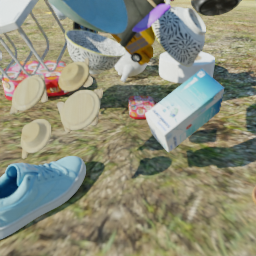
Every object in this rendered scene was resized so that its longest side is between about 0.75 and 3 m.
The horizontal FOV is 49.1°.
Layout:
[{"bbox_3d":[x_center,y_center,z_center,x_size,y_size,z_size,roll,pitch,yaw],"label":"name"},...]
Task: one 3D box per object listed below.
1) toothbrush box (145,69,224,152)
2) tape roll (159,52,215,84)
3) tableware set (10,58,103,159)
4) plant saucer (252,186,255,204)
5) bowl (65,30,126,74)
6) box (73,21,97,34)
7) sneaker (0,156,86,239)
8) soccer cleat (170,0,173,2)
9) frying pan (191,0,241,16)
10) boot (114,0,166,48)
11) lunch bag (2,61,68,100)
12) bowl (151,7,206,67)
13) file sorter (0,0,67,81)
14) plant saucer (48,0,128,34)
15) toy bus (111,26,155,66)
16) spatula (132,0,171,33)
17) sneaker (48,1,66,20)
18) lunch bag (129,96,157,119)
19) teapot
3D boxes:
[{"bbox_3d":[0.989,-0.268,4.911,1.261,0.923,0.538,-37,65,-5],"label":"toothbrush box"},{"bbox_3d":[2.484,-2.661,12.011,2.321,0.812,2.321,0,31,0],"label":"tape roll"},{"bbox_3d":[-1.206,-0.408,4.555,1.783,0.207,1.490,-21,58,14],"label":"tableware set"},{"bbox_3d":[2.956,1.459,5.468,1.013,0.190,1.013,-1,29,0],"label":"plant saucer"},{"bbox_3d":[-0.832,-1.706,6.602,1.439,0.675,1.439,15,30,-9],"label":"bowl"},{"bbox_3d":[-1.178,-2.721,7.660,0.754,0.949,0.218,27,34,32],"label":"box"},{"bbox_3d":[-1.772,1.041,5.356,0.920,1.020,2.489,20,36,29],"label":"sneaker"},{"bbox_3d":[1.063,-3.929,8.150,1.079,0.377,0.466,-27,72,-35],"label":"soccer cleat"},{"bbox_3d":[2.915,-3.546,7.625,2.346,0.382,1.419,-4,-7,15],"label":"frying pan"},{"bbox_3d":[-0.143,-2.987,6.812,0.767,1.369,1.980,26,24,-45],"label":"boot"},{"bbox_3d":[-3.311,-1.734,10.226,2.359,0.966,2.077,-9,31,-15],"label":"lunch bag"},{"bbox_3d":[1.721,-2.949,8.467,0.935,1.993,1.993,-32,7,39],"label":"bowl"},{"bbox_3d":[-2.994,-2.127,6.912,2.413,1.502,1.674,-7,48,20],"label":"file sorter"},{"bbox_3d":[-0.799,-2.052,3.811,0.389,2.020,2.020,-30,15,31],"label":"plant saucer"},{"bbox_3d":[0.001,-2.955,8.151,0.946,2.416,0.786,-21,44,34],"label":"toy bus"},{"bbox_3d":[0.806,-2.461,4.646,0.220,2.137,0.604,29,13,-26],"label":"spatula"},{"bbox_3d":[-1.684,-3.242,6.197,0.577,1.629,0.595,-31,15,-5],"label":"sneaker"},{"bbox_3d":[0.507,-0.679,8.923,0.953,0.443,1.082,-1,30,-2],"label":"lunch bag"},{"bbox_3d":[-0.051,-2.727,11.890,1.533,1.135,1.554,48,30,18],"label":"teapot"}]
